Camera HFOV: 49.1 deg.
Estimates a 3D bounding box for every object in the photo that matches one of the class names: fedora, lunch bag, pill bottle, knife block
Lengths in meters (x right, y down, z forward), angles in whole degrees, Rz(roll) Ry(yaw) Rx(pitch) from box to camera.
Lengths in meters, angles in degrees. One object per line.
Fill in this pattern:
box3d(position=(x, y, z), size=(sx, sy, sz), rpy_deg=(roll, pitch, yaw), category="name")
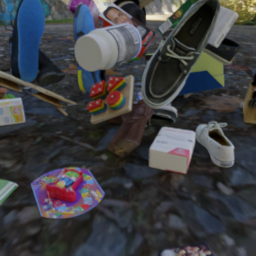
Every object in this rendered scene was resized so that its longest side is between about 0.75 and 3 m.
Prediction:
box3d(position=(0.066, -4.544, 12.344), size=(2.288, 2.288, 1.045), rpy_deg=(-11, 29, -22), category="fedora")
box3d(position=(1.019, -1.078, 11.902), size=(1.436, 0.677, 1.792), rpy_deg=(-2, 25, -1), category="lunch bag")
box3d(position=(-0.569, -2.412, 8.395), size=(1.171, 1.171, 2.059), rpy_deg=(15, 31, 28), category="pill bottle")
box3d(position=(5.023, -1.352, 10.685), size=(0.802, 2.199, 2.505), rpy_deg=(10, 28, 17), category="knife block")

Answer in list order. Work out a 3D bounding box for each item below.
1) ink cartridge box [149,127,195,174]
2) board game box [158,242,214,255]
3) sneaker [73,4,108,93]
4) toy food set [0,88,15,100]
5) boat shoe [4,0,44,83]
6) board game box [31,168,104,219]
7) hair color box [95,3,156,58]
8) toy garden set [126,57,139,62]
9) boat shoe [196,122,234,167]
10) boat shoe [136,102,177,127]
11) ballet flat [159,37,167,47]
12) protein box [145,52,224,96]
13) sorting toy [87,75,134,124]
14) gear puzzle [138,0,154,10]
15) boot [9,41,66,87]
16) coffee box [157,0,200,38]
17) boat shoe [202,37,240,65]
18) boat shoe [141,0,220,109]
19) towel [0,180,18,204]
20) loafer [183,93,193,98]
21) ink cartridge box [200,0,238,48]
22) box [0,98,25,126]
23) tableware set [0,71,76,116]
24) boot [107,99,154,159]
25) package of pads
box3d(position=(1.354, 0.627, 8.399), size=(1.114, 0.629, 1.521), rpy_deg=(9, 27, 18), category="ink cartridge box")
box3d(position=(1.189, 2.634, 4.703), size=(0.974, 0.249, 1.437), rpy_deg=(-6, 27, -13), category="board game box")
box3d(position=(-1.139, -2.653, 9.493), size=(1.151, 2.936, 0.968), rpy_deg=(0, 10, 18), category="sneaker")
box3d(position=(-5.605, -1.270, 12.213), size=(1.281, 0.711, 2.177), rpy_deg=(-18, 31, -33), category="toy food set")
box3d(position=(-3.181, -2.624, 8.264), size=(0.883, 2.571, 1.082), rpy_deg=(0, -12, 37), category="boat shoe")
box3d(position=(-1.556, 1.413, 7.067), size=(1.584, 0.390, 2.005), rpy_deg=(-13, 29, -24), category="board game box")
box3d(position=(-0.100, -3.805, 10.945), size=(2.128, 0.652, 1.080), rpy_deg=(33, 57, -3), category="hair color box")
box3d(position=(-0.438, -4.107, 13.334), size=(1.636, 1.963, 0.392), rpy_deg=(-14, 12, -20), category="toy garden set")
box3d(position=(2.720, 0.216, 8.843), size=(0.852, 0.983, 2.305), rpy_deg=(0, 26, -1), category="boat shoe")
box3d(position=(0.716, -0.399, 10.397), size=(2.136, 0.789, 0.730), rpy_deg=(8, 43, 13), category="boat shoe")
box3d(position=(1.523, -3.425, 11.024), size=(0.474, 1.408, 0.448), rpy_deg=(24, -1, 44), category="ballet flat")
box3d(position=(2.586, -2.728, 13.299), size=(2.682, 1.823, 2.702), rpy_deg=(-12, 17, -17), category="protein box")
box3d(position=(-0.433, -0.727, 6.390), size=(1.043, 0.365, 1.050), rpy_deg=(-18, 47, 27), category="sorting toy")
box3d(position=(0.858, -4.825, 10.188), size=(1.167, 0.153, 0.604), rpy_deg=(-34, -14, -2), category="gear puzzle")
box3d(position=(-3.044, -2.212, 8.971), size=(0.617, 1.880, 1.550), rpy_deg=(-41, 3, 13), category="boot")
box3d(position=(1.750, -3.451, 8.824), size=(0.945, 1.536, 0.338), rpy_deg=(-7, 65, -54), category="coffee box")
box3d(position=(2.864, -3.262, 10.147), size=(2.844, 0.885, 1.061), rpy_deg=(22, 43, -21), category="boat shoe")
box3d(position=(1.189, -1.846, 6.718), size=(1.060, 2.942, 1.043), rpy_deg=(27, 1, 1), category="boat shoe")
box3d(position=(-3.637, 1.604, 6.951), size=(1.410, 0.165, 1.075), rpy_deg=(5, 26, 12), category="towel")
box3d(position=(2.973, -1.726, 13.667), size=(0.388, 0.339, 1.080), rpy_deg=(5, 19, 41), category="loafer")
box3d(position=(2.232, -2.893, 7.716), size=(0.301, 0.966, 1.200), rpy_deg=(13, 24, -48), category="ink cartridge box")
box3d(position=(-4.759, -0.595, 10.728), size=(1.427, 0.803, 0.723), rpy_deg=(-9, 28, -20), category="box")
box3d(position=(-2.591, -0.918, 7.181), size=(1.493, 0.453, 2.259), rpy_deg=(25, 3, 44), category="tableware set")
box3d(position=(-0.298, 0.084, 9.445), size=(2.255, 0.777, 2.420), rpy_deg=(-18, 33, 37), category="boot")
box3d(position=(-1.588, -4.466, 11.254), size=(1.061, 0.666, 1.761), rpy_deg=(21, -5, 16), category="package of pads")
